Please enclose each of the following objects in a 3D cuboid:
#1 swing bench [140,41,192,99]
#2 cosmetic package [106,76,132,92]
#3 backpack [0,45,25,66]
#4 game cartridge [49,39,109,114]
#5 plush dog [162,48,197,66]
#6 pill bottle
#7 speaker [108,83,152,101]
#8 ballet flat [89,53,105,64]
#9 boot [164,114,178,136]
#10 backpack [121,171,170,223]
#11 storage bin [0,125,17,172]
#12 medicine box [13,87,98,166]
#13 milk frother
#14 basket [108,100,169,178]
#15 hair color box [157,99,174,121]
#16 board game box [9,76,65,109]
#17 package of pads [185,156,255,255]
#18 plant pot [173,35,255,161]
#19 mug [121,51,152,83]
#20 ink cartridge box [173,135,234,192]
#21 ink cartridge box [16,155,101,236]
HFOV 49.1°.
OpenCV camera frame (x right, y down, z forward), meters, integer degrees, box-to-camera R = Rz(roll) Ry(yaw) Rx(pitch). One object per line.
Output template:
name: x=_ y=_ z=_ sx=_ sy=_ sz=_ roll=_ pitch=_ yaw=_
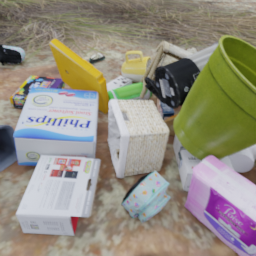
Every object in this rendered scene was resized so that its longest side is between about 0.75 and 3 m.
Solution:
swing bench: x=1.840 y=-1.917 z=10.410 sx=2.160 sy=2.172 sz=1.409 roll=21 pitch=35 yaw=-11
cosmetic package: x=-0.586 y=-1.713 z=12.124 sx=0.655 sy=0.402 sz=1.587 roll=26 pitch=45 yaw=30
backpack: x=-5.904 y=-3.711 z=14.226 sx=1.232 sy=1.028 sz=0.780 roll=7 pitch=34 yaw=-1
game cartridge: x=-1.730 y=-1.853 z=10.426 sx=2.527 sy=2.227 sz=0.410 roll=37 pitch=69 yaw=18
plush dog: x=2.244 y=-2.241 z=12.095 sx=1.984 sy=1.592 sz=1.704 roll=-19 pitch=26 yaw=52
pill bottle: x=3.559 y=0.527 z=8.825 sx=1.003 sy=1.003 sz=1.802 roll=13 pitch=40 yaw=16
speaker: x=0.032 y=-1.330 z=11.345 sx=1.816 sy=0.803 sz=0.803 roll=-16 pitch=41 yaw=-20
ballet flat: x=-1.591 y=-3.652 z=14.586 sx=0.369 sy=0.371 sz=1.085 roll=28 pitch=46 yaw=32
boot: x=2.598 y=-0.633 z=9.998 sx=2.632 sy=0.926 sz=1.884 roll=-9 pitch=35 yaw=23
backpack: x=0.498 y=1.725 z=7.123 sx=1.094 sy=1.245 sz=0.954 roll=-31 pitch=64 yaw=-36
storage bin: x=-4.635 y=0.645 z=8.458 sx=1.404 sy=1.521 sz=2.090 roll=14 pitch=40 yaw=33
medicine box: x=-2.156 y=-0.050 z=9.011 sx=2.279 sy=1.288 sz=2.502 roll=3 pitch=41 yaw=-7
milk frother: x=1.848 y=-1.615 z=9.015 sx=2.145 sy=2.058 sz=2.280 roll=-24 pitch=46 yaw=-15
basket: x=0.214 y=0.252 z=8.515 sx=1.437 sy=1.786 sz=1.770 roll=-6 pitch=40 yaw=-13
hair color box: x=1.390 y=-0.698 z=10.569 sx=0.447 sy=0.739 sz=1.478 roll=-2 pitch=38 yaw=-1
board game box: x=-3.729 y=-1.468 z=11.705 sx=1.581 sy=0.542 sz=1.912 roll=5 pitch=39 yaw=9
package of pads: x=2.552 y=1.979 z=6.552 sx=0.973 sy=1.549 sz=2.571 roll=-26 pitch=45 yaw=-28
plant pot: x=2.583 y=-0.459 z=7.217 sx=2.669 sy=2.570 sz=2.669 roll=20 pitch=42 yaw=-19
mug: x=0.374 y=-2.743 z=12.676 sx=1.234 sy=1.503 sz=1.204 roll=4 pitch=20 yaw=19
ink cartridge box: x=2.219 y=0.940 z=8.469 sx=1.369 sy=0.803 sz=1.869 roll=0 pitch=37 yaw=-3
ink cartridge box: x=-1.684 y=1.730 z=7.432 sx=1.757 sy=0.839 sz=2.002 roll=2 pitch=39 yaw=3
